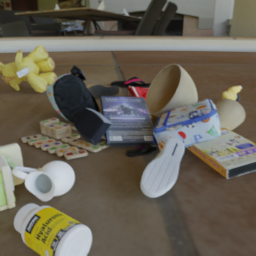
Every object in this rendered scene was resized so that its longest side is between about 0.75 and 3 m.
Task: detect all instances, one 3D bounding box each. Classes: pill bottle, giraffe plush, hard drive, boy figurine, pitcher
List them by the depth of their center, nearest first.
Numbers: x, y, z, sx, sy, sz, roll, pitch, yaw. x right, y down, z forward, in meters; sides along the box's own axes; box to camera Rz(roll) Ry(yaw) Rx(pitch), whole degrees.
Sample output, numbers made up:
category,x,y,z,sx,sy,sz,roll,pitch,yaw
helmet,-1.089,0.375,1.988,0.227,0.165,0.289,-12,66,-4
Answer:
category,x,y,z,sx,sy,sz,roll,pitch,yaw
pill bottle,-1.306,1.750,4.688,1.297,0.722,0.722,13,25,34
pitcher,-1.769,1.049,6.022,1.065,0.752,1.241,28,4,9
hard drive,-1.170,-0.092,8.778,0.290,0.925,1.372,38,-3,-42
boy figurine,4.256,-1.280,11.557,0.576,1.111,1.787,45,17,16
giraffe plush,-5.661,-2.990,15.115,2.309,2.457,2.848,-4,12,30

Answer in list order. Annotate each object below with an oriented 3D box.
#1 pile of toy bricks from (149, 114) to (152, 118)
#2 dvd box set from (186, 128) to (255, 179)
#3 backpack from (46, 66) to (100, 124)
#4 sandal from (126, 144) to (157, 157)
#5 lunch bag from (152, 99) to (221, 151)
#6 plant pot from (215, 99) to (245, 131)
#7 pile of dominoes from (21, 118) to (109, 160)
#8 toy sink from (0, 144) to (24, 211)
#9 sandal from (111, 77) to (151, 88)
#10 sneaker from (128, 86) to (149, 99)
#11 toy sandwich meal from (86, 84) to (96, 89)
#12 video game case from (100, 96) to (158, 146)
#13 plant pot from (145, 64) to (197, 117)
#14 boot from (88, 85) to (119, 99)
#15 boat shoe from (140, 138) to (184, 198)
category,x,y,z,sx,sy,sz,roll,pitch,yaw
pile of toy bricks,0.345,-0.490,10.703,1.232,0.608,0.684,-2,21,-5
dvd box set,2.792,0.633,8.030,1.585,0.319,2.167,-12,23,-17
backpack,-2.228,-1.260,10.832,1.574,2.075,2.487,-25,21,-8
sandal,0.423,0.645,8.249,0.999,0.239,0.376,-9,23,-23
lunch bag,1.708,-0.112,8.446,1.958,0.923,2.444,-15,10,17
plant pot,3.247,-0.247,9.676,1.101,1.101,1.175,19,46,40
pile of dominoes,-1.868,0.211,9.039,2.724,0.434,2.123,14,24,36
toy sink,-2.884,1.129,5.770,1.609,1.049,0.902,-15,29,-33
sandal,0.161,-2.680,16.460,2.641,0.595,0.992,9,23,23
sneaker,0.757,-1.550,13.100,1.368,0.928,2.369,-4,22,-6
toy sandwich meal,-1.835,-2.073,15.237,1.149,0.394,1.149,2,24,-1
video game case,-0.029,-0.280,9.331,1.623,0.216,2.272,0,43,-13
plant pot,1.778,-1.162,10.483,1.358,2.024,2.024,26,11,-25
boot,-1.390,-1.847,14.356,1.907,0.702,0.720,-9,9,-43
boat shoe,0.824,1.030,6.660,0.707,0.696,1.962,33,41,11
